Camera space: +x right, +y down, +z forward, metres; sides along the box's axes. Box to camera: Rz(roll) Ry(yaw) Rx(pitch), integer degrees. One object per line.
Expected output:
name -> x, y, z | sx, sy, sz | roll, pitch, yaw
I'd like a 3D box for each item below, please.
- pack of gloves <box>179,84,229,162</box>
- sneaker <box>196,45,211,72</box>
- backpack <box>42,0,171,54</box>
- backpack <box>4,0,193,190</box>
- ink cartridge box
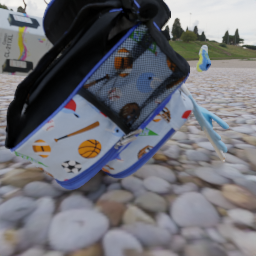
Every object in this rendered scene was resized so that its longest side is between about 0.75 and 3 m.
pack of gloves -> 1.376, -0.282, 5.038 | 0.344, 1.743, 1.464 | -31, -21, 11
sneaker -> 2.192, -1.934, 7.867 | 0.289, 0.763, 0.401 | 5, 10, -43
backpack -> -0.588, -2.916, 7.372 | 2.859, 2.617, 2.101 | -26, 30, 42
backpack -> -0.590, -0.459, 4.688 | 2.820, 2.281, 2.961 | -40, 21, 1
ink cartridge box -> -3.472, -2.653, 9.116 | 2.501, 1.823, 1.036 | 0, 53, -33
